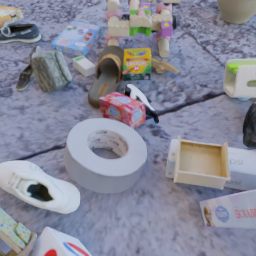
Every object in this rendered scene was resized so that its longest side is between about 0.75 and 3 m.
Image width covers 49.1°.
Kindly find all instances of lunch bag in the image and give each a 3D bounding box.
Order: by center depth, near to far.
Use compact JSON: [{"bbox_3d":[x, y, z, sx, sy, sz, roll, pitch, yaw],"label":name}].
[{"bbox_3d":[-2.422,-1.898,9.090,0.859,1.232,1.034,-6,24,37],"label":"lunch bag"}]

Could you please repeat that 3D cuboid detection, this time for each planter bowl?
[{"bbox_3d":[4.775,-5.412,12.078,2.063,1.389,2.063,0,47,0],"label":"planter bowl"}]

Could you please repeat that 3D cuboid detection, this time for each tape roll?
[{"bbox_3d":[-0.559,0.625,6.986,1.987,0.656,1.987,10,38,-8],"label":"tape roll"}]

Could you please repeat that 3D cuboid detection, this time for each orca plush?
[{"bbox_3d":[0.297,-0.657,8.597,0.967,0.654,1.839,9,31,-49],"label":"orca plush"}]

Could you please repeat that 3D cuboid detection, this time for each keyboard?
[{"bbox_3d":[0.884,-4.580,12.096,2.363,0.303,1.419,1,49,2],"label":"keyboard"}]

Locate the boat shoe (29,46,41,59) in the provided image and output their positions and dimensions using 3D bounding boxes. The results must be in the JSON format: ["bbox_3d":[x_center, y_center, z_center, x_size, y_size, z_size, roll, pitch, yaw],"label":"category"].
[{"bbox_3d":[-3.530,-2.724,10.483,0.289,0.339,1.013,-8,44,10],"label":"boat shoe"}]

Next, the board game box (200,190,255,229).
[{"bbox_3d":[3.219,1.318,5.258,2.909,2.916,0.600,-9,72,-7],"label":"board game box"}]

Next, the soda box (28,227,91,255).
[{"bbox_3d":[-0.878,2.549,4.569,2.440,0.831,0.777,10,67,57],"label":"soda box"}]

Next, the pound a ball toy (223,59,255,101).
[{"bbox_3d":[4.642,-1.593,9.108,2.933,1.246,1.912,0,24,0],"label":"pound a ball toy"}]

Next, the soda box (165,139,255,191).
[{"bbox_3d":[2.120,0.922,6.996,2.263,0.771,0.720,8,50,7],"label":"soda box"}]

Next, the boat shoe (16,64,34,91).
[{"bbox_3d":[-3.543,-1.752,9.580,0.410,0.363,1.121,8,51,3],"label":"boat shoe"}]

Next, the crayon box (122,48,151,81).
[{"bbox_3d":[0.302,-2.202,9.322,0.892,0.357,1.405,-2,55,6],"label":"crayon box"}]

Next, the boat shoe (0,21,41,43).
[{"bbox_3d":[-4.618,-3.828,11.162,2.174,0.672,0.814,5,55,8],"label":"boat shoe"}]

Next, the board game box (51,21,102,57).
[{"bbox_3d":[-2.017,-3.604,11.208,1.379,0.334,1.824,15,51,13],"label":"board game box"}]

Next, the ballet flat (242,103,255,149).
[{"bbox_3d":[3.507,-0.048,7.609,0.660,0.772,2.324,14,31,16],"label":"ballet flat"}]

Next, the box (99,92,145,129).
[{"bbox_3d":[-0.180,-0.516,8.083,0.649,0.621,1.302,-27,38,-34],"label":"box"}]

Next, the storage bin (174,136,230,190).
[{"bbox_3d":[1.636,0.736,6.304,1.098,0.515,1.090,7,50,6],"label":"storage bin"}]

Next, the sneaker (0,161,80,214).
[{"bbox_3d":[-2.271,1.248,6.397,2.396,0.960,0.843,14,79,22],"label":"sneaker"}]

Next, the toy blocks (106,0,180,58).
[{"bbox_3d":[0.422,-4.317,10.200,2.590,2.771,2.333,0,55,0],"label":"toy blocks"}]

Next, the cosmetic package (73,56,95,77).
[{"bbox_3d":[-1.565,-2.201,9.984,0.431,0.339,0.800,-32,56,-29],"label":"cosmetic package"}]

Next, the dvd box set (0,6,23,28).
[{"bbox_3d":[-5.940,-4.347,11.566,1.913,0.384,2.615,24,52,36],"label":"dvd box set"}]

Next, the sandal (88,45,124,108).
[{"bbox_3d":[-0.699,-1.896,9.332,1.133,0.757,2.772,11,55,11],"label":"sandal"}]

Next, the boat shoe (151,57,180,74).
[{"bbox_3d":[1.190,-2.101,9.822,1.354,0.437,0.482,31,11,34],"label":"boat shoe"}]

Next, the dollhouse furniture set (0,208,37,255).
[{"bbox_3d":[-2.346,2.202,5.648,1.096,1.743,1.971,-41,102,-8],"label":"dollhouse furniture set"}]
